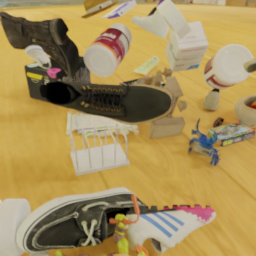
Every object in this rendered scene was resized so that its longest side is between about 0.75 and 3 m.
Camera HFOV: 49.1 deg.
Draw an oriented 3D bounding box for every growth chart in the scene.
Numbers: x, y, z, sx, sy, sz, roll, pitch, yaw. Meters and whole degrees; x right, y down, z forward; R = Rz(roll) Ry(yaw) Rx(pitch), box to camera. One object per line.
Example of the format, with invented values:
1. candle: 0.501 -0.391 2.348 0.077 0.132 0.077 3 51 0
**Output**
1. growth chart: -1.068 -0.186 11.045 2.879 0.255 2.083 -2 31 -3

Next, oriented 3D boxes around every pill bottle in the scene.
1. pill bottle: 3.322 -1.994 9.639 1.239 1.239 2.171 2 2 4
2. pill bottle: -3.496 2.143 5.932 2.533 1.388 1.388 -1 30 -3
3. pill bottle: -0.732 -3.246 11.450 1.349 1.349 2.363 10 45 17

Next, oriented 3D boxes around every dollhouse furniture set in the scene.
1. dollhouse furniture set: 1.159 -1.151 10.599 1.211 1.418 2.736 -6 55 -13

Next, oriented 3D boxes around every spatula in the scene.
1. spatula: 1.195 -4.784 11.112 0.582 0.212 2.061 -16 5 -19

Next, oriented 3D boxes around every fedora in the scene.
1. fedora: -1.271 -5.097 11.524 1.686 0.688 1.686 -21 21 8

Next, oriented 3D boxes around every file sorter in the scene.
1. file sorter: -0.943 0.601 8.913 1.698 1.058 1.179 -9 32 -17

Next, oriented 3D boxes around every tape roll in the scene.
1. tape roll: 1.460 -3.449 8.924 0.450 1.287 1.287 -36 27 15

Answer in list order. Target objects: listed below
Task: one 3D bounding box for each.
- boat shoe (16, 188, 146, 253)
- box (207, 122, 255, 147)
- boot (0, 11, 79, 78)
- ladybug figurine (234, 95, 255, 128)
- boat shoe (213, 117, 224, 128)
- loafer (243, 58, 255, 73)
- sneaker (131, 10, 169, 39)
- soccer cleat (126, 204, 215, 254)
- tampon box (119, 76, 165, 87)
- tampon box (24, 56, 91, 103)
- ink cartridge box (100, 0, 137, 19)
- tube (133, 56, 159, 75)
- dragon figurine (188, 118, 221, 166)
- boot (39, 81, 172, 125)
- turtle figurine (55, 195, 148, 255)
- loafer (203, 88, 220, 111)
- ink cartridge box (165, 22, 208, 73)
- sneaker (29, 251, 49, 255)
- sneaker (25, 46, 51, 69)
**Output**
1. boat shoe: -0.838 2.012 6.083 2.926 1.035 0.932 -10 19 -36
2. box: 3.801 0.220 10.335 1.527 0.265 0.840 -13 33 -21
3. boot: -3.149 -2.977 10.143 2.328 2.674 0.926 7 53 15
4. ladybug figurine: 5.144 -0.655 11.243 1.584 0.840 2.334 27 39 37
5. boat shoe: 3.570 -0.215 11.059 0.283 0.284 0.806 15 33 29
6. loafer: 3.324 -1.656 7.075 0.922 0.349 0.315 -15 39 -10
7. sneaker: 0.989 -4.396 11.317 1.749 1.011 0.644 34 22 22
8. soccer cleat: 1.002 2.293 6.443 2.356 1.017 0.823 5 -17 -24
9. tampon box: 0.627 -1.528 12.546 1.664 1.050 1.247 -19 35 -30
10. tampon box: -3.308 -2.458 13.572 1.922 1.619 2.564 15 33 23
11. ink cartridge box: -0.339 -3.924 9.480 1.003 0.218 0.993 -39 28 -14
12. tube: 1.149 -3.674 16.791 0.656 0.587 2.260 -27 13 41
13. dragon figurine: 2.654 0.484 9.512 1.088 0.644 2.188 9 32 16
14. boot: -0.453 -0.630 6.716 2.832 1.097 1.959 0 -1 16
15. turtle figurine: -0.390 2.648 5.457 2.030 0.811 2.517 -11 52 3
16. loafer: 3.788 -1.333 12.654 0.664 0.599 1.756 11 32 17
17. ink cartridge box: 2.183 -3.048 10.650 1.135 1.542 1.116 -9 70 -6
18. sneaker: -1.954 3.027 4.992 0.779 0.822 2.035 4 29 10
19. sneaker: -2.880 -2.295 9.206 0.477 0.463 1.307 -30 -9 8
